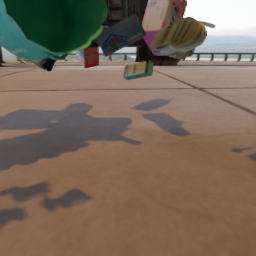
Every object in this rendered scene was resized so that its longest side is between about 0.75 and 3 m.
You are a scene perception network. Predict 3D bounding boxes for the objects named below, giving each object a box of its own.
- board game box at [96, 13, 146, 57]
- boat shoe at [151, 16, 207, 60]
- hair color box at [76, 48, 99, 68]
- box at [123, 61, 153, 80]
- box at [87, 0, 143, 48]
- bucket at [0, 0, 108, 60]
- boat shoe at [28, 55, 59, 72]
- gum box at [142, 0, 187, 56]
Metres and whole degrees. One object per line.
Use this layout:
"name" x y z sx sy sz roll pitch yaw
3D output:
"board game box" -0.210 -2.524 7.633 1.273 0.655 0.124 -26 5 6
"boat shoe" 1.613 -2.566 8.244 0.872 0.953 2.549 28 4 -22
"hair color box" -1.534 -3.273 10.115 0.612 1.914 1.061 -16 48 -20
"box" 0.239 -1.376 6.740 0.759 0.312 0.187 -2 -17 41
"box" -0.665 -3.540 7.632 2.156 2.734 0.680 -1 48 2
"bucket" -1.866 -2.714 6.165 2.532 2.532 1.647 -14 10 -40
"boat shoe" -3.154 -2.952 8.044 2.980 1.382 1.113 33 0 -2
"gum box" 1.437 -4.367 10.793 0.887 2.682 1.522 8 -16 30
